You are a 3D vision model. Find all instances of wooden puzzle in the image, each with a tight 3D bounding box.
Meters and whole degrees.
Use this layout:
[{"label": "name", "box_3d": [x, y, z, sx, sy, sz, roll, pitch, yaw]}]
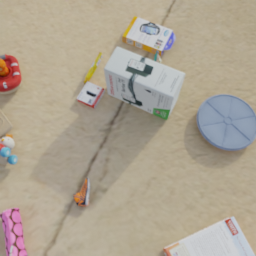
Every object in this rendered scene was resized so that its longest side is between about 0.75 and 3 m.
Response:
[{"label": "wooden puzzle", "box_3d": [-5.759, -0.143, 11.494, 1.486, 0.371, 1.605, -39, 77, -14]}]

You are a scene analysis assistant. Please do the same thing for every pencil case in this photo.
[{"label": "pencil case", "box_3d": [-3.973, 3.659, 9.612, 0.810, 0.836, 1.785, -24, 67, 4]}]

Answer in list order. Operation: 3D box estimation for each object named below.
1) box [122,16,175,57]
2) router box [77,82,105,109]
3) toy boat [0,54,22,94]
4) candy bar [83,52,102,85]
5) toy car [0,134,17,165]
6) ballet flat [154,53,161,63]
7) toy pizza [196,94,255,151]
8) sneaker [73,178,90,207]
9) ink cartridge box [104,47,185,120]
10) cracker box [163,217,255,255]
[{"label": "box", "box_3d": [1.022, -4.272, 13.161, 2.289, 0.475, 1.362, 25, 69, 7]}, {"label": "router box", "box_3d": [-1.599, -1.408, 12.066, 0.869, 0.236, 0.968, 24, 69, 9]}, {"label": "toy boat", "box_3d": [-5.339, -2.434, 11.936, 1.261, 1.263, 1.933, -18, 68, -7]}, {"label": "candy bar", "box_3d": [-1.538, -2.638, 12.389, 0.185, 0.416, 1.669, 23, 75, 11]}, {"label": "toy car", "box_3d": [-4.825, 0.697, 10.830, 1.113, 1.068, 1.207, 3, 55, 13]}, {"label": "ballet flat", "box_3d": [1.325, -2.936, 12.703, 0.341, 0.345, 1.015, 16, 72, -16]}, {"label": "toy pizza", "box_3d": [4.038, -0.228, 11.489, 2.511, 0.398, 2.511, 1, 67, -1]}, {"label": "sneaker", "box_3d": [-1.734, 2.374, 10.395, 0.588, 0.407, 1.050, 3, 67, 0]}, {"label": "ink cartridge box", "box_3d": [0.582, -1.719, 11.193, 2.876, 2.108, 1.195, 25, 71, 11]}, {"label": "cracker box", "box_3d": [2.744, 4.360, 9.364, 2.650, 0.764, 1.775, -21, 69, -8]}]
